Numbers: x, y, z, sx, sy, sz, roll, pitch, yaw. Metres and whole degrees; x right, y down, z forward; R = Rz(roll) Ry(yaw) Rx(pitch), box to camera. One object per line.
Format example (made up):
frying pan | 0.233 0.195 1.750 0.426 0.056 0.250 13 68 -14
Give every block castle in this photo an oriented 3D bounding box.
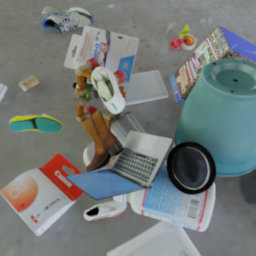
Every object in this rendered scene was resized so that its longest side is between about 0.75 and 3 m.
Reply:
block castle | -0.980 -1.107 10.306 1.698 2.541 1.192 28 43 23

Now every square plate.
square plate | 1.011 4.040 7.963 2.479 0.356 2.503 -24 55 -18

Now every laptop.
laptop | -0.290 0.864 7.620 2.100 1.300 2.243 12 70 57

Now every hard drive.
hard drive | 0.497 -1.697 11.774 2.066 0.276 1.363 -12 63 -11

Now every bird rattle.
bird rattle | 2.814 -4.356 13.898 1.160 0.801 1.423 29 61 0

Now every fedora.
fedora | 1.679 1.062 7.663 1.508 0.689 1.508 -4 75 17

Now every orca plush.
orca plush | -2.048 -1.860 12.124 0.898 0.607 1.708 10 55 7

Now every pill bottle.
pill bottle | 1.076 2.035 8.666 2.879 1.566 1.566 14 55 10

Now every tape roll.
tape roll | -0.848 1.105 9.695 1.480 0.270 1.480 26 35 -20

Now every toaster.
toaster | 0.056 0.235 9.808 0.976 1.718 1.110 -34 67 -12

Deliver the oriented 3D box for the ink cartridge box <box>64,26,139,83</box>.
ink cartridge box | -1.101 -2.967 11.134 2.763 0.937 1.603 13 78 -1

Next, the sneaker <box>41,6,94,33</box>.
sneaker | -3.210 -5.470 14.596 2.887 1.112 1.230 7 64 14

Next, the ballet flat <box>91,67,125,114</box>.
ballet flat | -0.718 -1.296 8.360 0.735 0.735 2.118 -19 51 -13

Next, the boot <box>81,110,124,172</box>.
boot | -1.060 0.435 8.600 1.434 0.522 1.523 -42 71 21

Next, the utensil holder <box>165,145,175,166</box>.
utensil holder | 1.811 1.056 9.972 0.731 0.731 0.860 22 54 15

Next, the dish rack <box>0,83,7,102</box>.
dish rack | -6.122 -1.386 11.950 1.430 0.363 1.667 6 53 5

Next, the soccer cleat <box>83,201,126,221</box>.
soccer cleat | -0.730 2.606 8.881 1.402 0.597 0.481 -13 62 -6

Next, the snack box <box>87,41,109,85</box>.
snack box | -1.124 -2.381 10.439 0.566 0.192 1.575 10 92 -3

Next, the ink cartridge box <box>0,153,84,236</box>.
ink cartridge box | -2.678 2.020 9.356 1.937 0.599 2.388 36 65 23

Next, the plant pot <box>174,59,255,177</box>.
plant pot | 3.082 -0.498 8.873 2.993 2.812 2.993 -1 43 1

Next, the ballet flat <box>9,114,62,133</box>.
ballet flat | -3.143 -0.217 9.695 1.908 0.637 0.639 -1 34 7

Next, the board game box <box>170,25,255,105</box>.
board game box | 3.308 -1.941 10.345 2.189 2.746 1.330 15 49 -26

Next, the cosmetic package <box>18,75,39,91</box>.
cosmetic package | -4.410 -1.993 12.429 0.763 0.271 0.401 -39 63 -24
